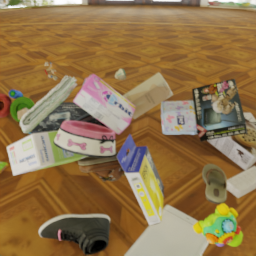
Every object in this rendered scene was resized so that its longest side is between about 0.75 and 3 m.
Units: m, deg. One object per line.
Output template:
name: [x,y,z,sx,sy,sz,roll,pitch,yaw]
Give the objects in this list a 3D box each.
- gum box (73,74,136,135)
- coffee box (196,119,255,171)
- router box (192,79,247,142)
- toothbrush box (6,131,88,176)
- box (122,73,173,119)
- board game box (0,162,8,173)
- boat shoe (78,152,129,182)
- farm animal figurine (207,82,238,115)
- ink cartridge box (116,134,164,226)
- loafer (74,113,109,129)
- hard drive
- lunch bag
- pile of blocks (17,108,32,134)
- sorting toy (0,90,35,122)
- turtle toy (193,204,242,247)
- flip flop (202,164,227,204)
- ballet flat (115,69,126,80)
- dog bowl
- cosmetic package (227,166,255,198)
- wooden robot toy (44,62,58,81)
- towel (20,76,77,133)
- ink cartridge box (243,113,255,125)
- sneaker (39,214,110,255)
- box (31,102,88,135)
gum box: [-0.749,-0.788,8.938,1.893,0.626,1.074,37,35,-12]
coffee box: [4.581,0.314,12.228,1.544,1.090,2.731,-31,56,-26]
router box: [3.022,-0.612,9.436,1.496,0.620,1.996,-12,52,19]
toothbrush box: [-2.219,0.673,8.458,1.568,0.927,2.153,-20,-7,40]
box: [0.806,-1.392,12.238,2.019,0.959,0.785,-33,41,10]
board game box: [-5.503,1.803,11.465,0.548,0.172,1.147,8,32,13]
boat shoe: [-0.496,1.195,8.259,0.877,0.829,2.439,0,-1,35]
farm animal figurine: [2.722,-0.810,8.079,1.046,0.545,1.034,3,58,-25]
ink cartridge box: [0.405,1.162,7.076,0.428,1.820,1.798,-19,12,15]
loafer: [-1.125,-0.180,11.027,2.885,1.037,0.908,-27,76,-38]
hard drive: [1.222,3.649,8.494,1.765,0.357,2.676,23,40,30]
lunch bag: [2.519,-0.444,13.878,1.717,1.287,2.025,-1,40,4]
pile of blocks: [-4.908,-0.158,14.087,0.784,0.594,1.911,-44,63,10]
sorting toy: [-6.094,-1.201,15.172,2.682,1.612,1.101,12,0,5]
turtle toy: [2.247,2.407,6.617,1.342,0.978,0.678,32,21,-40]
flip flop: [2.456,1.475,7.915,0.698,0.495,1.720,4,23,14]
ballet flat: [-0.299,-1.862,9.846,0.358,0.388,1.149,-29,2,2]
dog bowl: [-0.997,0.234,6.826,1.536,0.566,1.536,12,7,-2]
cosmetic package: [4.578,2.072,10.814,1.645,0.417,0.679,-18,38,-25]
wooden robot toy: [-2.574,-1.865,9.465,0.332,0.754,0.342,-40,54,-22]
towel: [-2.844,-0.703,9.623,2.200,0.453,2.949,-45,11,-17]
ink cartridge box: [4.881,-0.192,14.039,2.869,0.634,1.349,1,32,1]
sneaker: [-1.601,3.315,8.579,2.250,0.795,1.116,-3,28,-11]
box: [-2.656,0.070,12.846,2.573,1.536,2.616,2,35,3]
